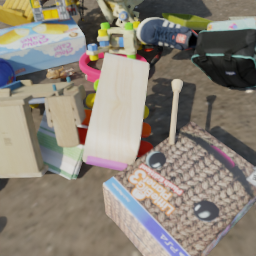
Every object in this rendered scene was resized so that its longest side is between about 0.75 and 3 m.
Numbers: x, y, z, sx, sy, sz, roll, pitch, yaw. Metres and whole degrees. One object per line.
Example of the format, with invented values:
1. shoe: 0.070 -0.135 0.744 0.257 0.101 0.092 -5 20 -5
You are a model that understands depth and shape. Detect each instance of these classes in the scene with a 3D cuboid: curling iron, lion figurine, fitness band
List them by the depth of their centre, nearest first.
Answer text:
1. lion figurine: -1.969 -1.588 8.304 0.537 0.877 0.318 -27 78 23
2. fitness band: -0.450 -1.886 8.648 2.149 0.402 1.543 19 48 16
3. curling iron: 0.855 -2.281 9.103 0.281 0.145 1.133 40 60 -21

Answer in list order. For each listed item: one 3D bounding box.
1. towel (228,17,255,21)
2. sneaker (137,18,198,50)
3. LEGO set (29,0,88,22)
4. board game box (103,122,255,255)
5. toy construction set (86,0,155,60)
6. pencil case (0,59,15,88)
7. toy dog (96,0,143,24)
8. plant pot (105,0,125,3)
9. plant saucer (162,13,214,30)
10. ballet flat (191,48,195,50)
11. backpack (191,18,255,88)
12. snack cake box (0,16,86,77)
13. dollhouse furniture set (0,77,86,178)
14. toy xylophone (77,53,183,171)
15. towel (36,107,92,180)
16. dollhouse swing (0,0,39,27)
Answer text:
1. towel: 4.894 -3.211 9.896 2.413 0.417 2.324 0 51 -2
2. sneaker: 1.206 -2.543 7.723 1.985 0.744 0.839 -7 34 -31
3. LEGO set: -2.125 -4.395 9.023 1.424 1.890 2.458 1 22 17
4. board game box: 1.028 1.285 5.256 2.349 1.138 1.873 -33 56 -27
5. toy construction set: -0.027 -3.074 9.090 1.907 1.340 2.908 2 43 16
6. pencil case: -4.760 -1.678 7.904 2.989 1.166 1.298 18 50 15
7. toy dog: 0.064 -5.349 10.515 2.633 1.837 2.553 -28 8 14
8. plant pot: -0.676 -5.112 8.027 2.804 2.804 2.567 -24 64 -20
9. plant saucer: 2.106 -3.789 10.025 1.386 0.332 1.388 -10 34 -28
10. ballet flat: 2.189 -2.978 9.440 0.490 0.419 1.474 -39 47 -14
11. backpack: 2.824 -1.892 7.461 1.700 1.934 1.482 8 71 40
12. snack cake box: -2.799 -2.647 8.973 2.602 0.874 1.496 -19 49 -17
13. dollhouse furniture set: -1.812 -0.203 6.509 2.337 1.615 2.475 -3 21 10
14. toy xylophone: 0.034 -0.417 5.825 2.008 0.689 2.742 19 61 -2
15. towel: -1.443 0.215 6.072 1.182 1.585 0.243 20 6 8
16. dollhouse swing: -3.889 -4.352 9.948 1.502 1.365 1.320 17 81 -7
